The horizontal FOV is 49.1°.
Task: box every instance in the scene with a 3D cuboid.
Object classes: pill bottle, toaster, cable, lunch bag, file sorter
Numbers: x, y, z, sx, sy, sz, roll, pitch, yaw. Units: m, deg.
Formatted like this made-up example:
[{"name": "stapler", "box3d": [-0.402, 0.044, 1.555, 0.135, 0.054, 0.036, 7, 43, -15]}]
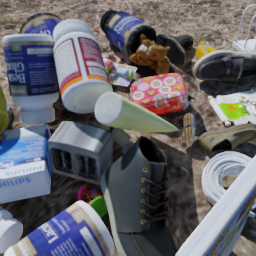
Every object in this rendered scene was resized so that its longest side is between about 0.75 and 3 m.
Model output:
[{"name": "pill bottle", "box3d": [-1.453, 2.477, 5.180, 2.201, 1.274, 1.274, -31, 51, -28]}, {"name": "toaster", "box3d": [-1.131, 0.594, 7.008, 1.399, 1.547, 0.918, 13, 40, 12]}, {"name": "cable", "box3d": [2.502, 1.298, 6.648, 1.439, 0.498, 1.439, 15, 65, 24]}, {"name": "lunch bag", "box3d": [1.013, -1.020, 9.129, 1.824, 0.747, 1.606, -10, 42, 6]}, {"name": "pill bottle", "box3d": [-0.086, -4.084, 12.033, 1.466, 1.466, 2.622, -25, 49, -24]}, {"name": "pill bottle", "box3d": [-2.709, -1.359, 7.993, 1.336, 2.405, 1.336, -3, 13, 1]}, {"name": "file sorter", "box3d": [6.023, -3.573, 11.248, 2.031, 1.823, 2.927, -10, 44, -10]}, {"name": "pill bottle", "box3d": [-1.297, -1.693, 7.549, 1.303, 1.303, 2.378, -11, 63, -12]}, {"name": "pill bottle", "box3d": [-3.024, 2.034, 5.984, 1.406, 0.815, 0.815, 20, 47, 20]}, {"name": "pill bottle", "box3d": [-2.433, -2.318, 9.581, 1.673, 1.673, 2.991, -21, 67, -21]}]

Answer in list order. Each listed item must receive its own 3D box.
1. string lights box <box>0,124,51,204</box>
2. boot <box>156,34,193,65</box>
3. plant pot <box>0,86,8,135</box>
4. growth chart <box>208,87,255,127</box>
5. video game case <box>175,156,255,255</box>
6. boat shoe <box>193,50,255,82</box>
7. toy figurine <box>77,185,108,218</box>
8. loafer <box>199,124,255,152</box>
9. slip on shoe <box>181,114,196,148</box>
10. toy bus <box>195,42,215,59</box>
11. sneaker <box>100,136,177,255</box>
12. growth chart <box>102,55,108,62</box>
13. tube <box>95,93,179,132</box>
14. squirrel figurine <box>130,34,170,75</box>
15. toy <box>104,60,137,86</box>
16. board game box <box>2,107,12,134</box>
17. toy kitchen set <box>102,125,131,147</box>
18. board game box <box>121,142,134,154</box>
[{"name": "string lights box", "box3d": [-2.569, 0.765, 6.986, 1.193, 0.685, 2.322, -9, 28, -9]}, {"name": "boot", "box3d": [2.360, -3.495, 11.924, 1.564, 0.876, 2.261, -10, 45, -18]}, {"name": "plant pot", "box3d": [-4.118, -0.451, 7.360, 1.598, 2.251, 2.251, 41, 55, 16]}, {"name": "growth chart", "box3d": [3.975, -0.756, 9.378, 2.467, 0.219, 1.785, -13, 43, -13]}, {"name": "video game case", "box3d": [1.364, 1.954, 4.478, 0.262, 2.909, 2.083, 32, 54, 32]}, {"name": "boat shoe", "box3d": [3.883, -2.233, 10.385, 2.981, 1.072, 0.966, -8, 39, -17]}, {"name": "toy figurine", "box3d": [-0.818, 1.651, 6.659, 0.873, 0.656, 0.804, -6, 29, -39]}, {"name": "loafer", "box3d": [2.906, 0.357, 7.953, 1.717, 0.653, 0.579, -13, 46, -1]}, {"name": "slip on shoe", "box3d": [1.790, 0.096, 8.140, 0.395, 0.315, 1.038, -17, 57, 39]}, {"name": "toy bus", "box3d": [3.277, -2.973, 11.552, 0.627, 0.521, 1.601, -10, 45, -9]}, {"name": "sneaker", "box3d": [0.410, 1.607, 5.591, 1.080, 1.534, 2.888, 5, 43, -40]}, {"name": "growth chart", "box3d": [-1.098, -2.217, 10.829, 1.245, 0.153, 1.721, -18, 54, -9]}, {"name": "tube", "box3d": [0.296, -0.183, 7.046, 0.817, 0.731, 2.818, 53, 18, 26]}, {"name": "squirrel figurine", "box3d": [1.064, -2.706, 10.563, 1.086, 1.535, 1.433, -59, 33, -5]}, {"name": "toy", "box3d": [-0.738, -2.209, 10.486, 1.916, 0.452, 1.103, 16, 54, 12]}, {"name": "board game box", "box3d": [-4.360, -0.276, 8.791, 1.123, 0.347, 1.124, -4, 43, -5]}, {"name": "toy kitchen set", "box3d": [-0.477, 0.313, 8.043, 0.816, 0.904, 0.738, 40, 84, 2]}, {"name": "board game box", "box3d": [0.211, 0.657, 7.847, 0.892, 0.275, 0.892, -22, 48, -21]}]
